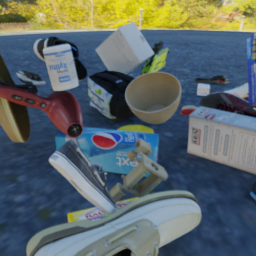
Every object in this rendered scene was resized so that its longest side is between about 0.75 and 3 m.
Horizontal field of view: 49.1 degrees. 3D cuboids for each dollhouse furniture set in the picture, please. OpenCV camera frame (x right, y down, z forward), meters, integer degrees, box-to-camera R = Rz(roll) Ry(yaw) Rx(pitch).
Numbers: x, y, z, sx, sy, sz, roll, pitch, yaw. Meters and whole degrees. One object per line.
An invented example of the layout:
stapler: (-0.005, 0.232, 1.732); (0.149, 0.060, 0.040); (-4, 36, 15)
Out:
dollhouse furniture set: (0.147, 0.852, 5.069); (0.540, 0.971, 0.858); (34, 23, -21)

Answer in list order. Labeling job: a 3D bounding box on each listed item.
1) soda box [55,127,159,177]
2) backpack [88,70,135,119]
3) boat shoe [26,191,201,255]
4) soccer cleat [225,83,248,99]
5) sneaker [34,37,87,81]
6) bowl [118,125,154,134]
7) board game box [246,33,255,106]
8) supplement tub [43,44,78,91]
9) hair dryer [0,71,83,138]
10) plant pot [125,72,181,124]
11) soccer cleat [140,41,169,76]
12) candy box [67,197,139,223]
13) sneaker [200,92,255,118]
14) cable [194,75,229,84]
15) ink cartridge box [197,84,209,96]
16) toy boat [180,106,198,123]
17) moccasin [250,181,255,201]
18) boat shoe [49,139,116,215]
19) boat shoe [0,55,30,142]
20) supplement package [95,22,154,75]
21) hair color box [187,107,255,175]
soda box: (-0.467, 0.505, 6.396); (2.245, 0.762, 0.720); (5, 23, 11)
backpack: (-0.459, -1.178, 9.503); (1.841, 1.735, 2.257); (-26, 53, -34)
boat shoe: (0.002, 1.625, 3.796); (2.530, 0.945, 0.865); (-14, 36, -20)
soccer cleat: (4.629, -1.490, 10.976); (1.818, 0.774, 0.624); (0, 23, -1)
sneaker: (-1.837, -2.101, 9.012); (1.216, 0.794, 2.174); (7, -13, 37)
bowl: (0.167, 0.351, 6.938); (0.960, 0.960, 0.517); (-1, 66, -1)
board game box: (3.767, -1.660, 7.032); (0.407, 1.979, 1.974); (0, -5, -13)
supplement tub: (-1.316, -1.187, 5.512); (0.539, 0.817, 0.539); (-9, 20, 3)
hair dryer: (-2.080, -0.502, 6.288); (2.812, 0.764, 2.141); (26, 23, 19)
plant pot: (0.650, -0.594, 6.763); (1.297, 0.871, 1.297); (-8, 52, 10)
soccer cleat: (1.106, -2.470, 10.788); (0.614, 0.794, 1.899); (-3, 55, 51)
candy box: (-0.182, 1.445, 4.672); (1.552, 0.205, 0.793); (-8, 2, -19)
sneaker: (3.066, -0.511, 8.203); (2.378, 0.900, 1.374); (18, 16, 33)
cable: (4.016, -2.205, 13.414); (1.593, 0.401, 0.774); (-10, 40, 7)
ink cartridge box: (3.195, -1.622, 11.890); (0.493, 0.291, 0.857); (6, 24, 13)
toy boat: (1.805, -0.302, 7.728); (0.759, 0.496, 0.495); (20, -7, -2)
moccasin: (3.218, 1.051, 5.348); (1.771, 0.604, 0.713); (-9, 25, -21)
boat shoe: (-0.518, 0.721, 3.982); (0.497, 1.385, 0.470); (6, 50, 51)
boat shoe: (-3.233, -0.792, 6.839); (0.877, 2.641, 0.977); (-15, 19, 5)
supplement package: (-0.127, -2.796, 10.295); (1.437, 1.374, 1.057); (-27, 9, 45)
hair color box: (2.504, 0.304, 6.424); (2.189, 1.084, 0.664); (17, 33, 33)
